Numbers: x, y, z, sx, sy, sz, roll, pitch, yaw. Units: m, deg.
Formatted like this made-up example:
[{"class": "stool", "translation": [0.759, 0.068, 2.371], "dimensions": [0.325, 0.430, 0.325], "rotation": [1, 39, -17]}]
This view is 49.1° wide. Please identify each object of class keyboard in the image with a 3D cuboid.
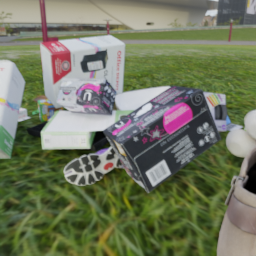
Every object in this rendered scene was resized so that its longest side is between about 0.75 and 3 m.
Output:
[{"class": "keyboard", "translation": [-2.094, 0.300, 9.407], "dimensions": [2.861, 0.367, 1.718], "rotation": [10, 22, 27]}]

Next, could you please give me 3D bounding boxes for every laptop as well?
[{"class": "laptop", "translation": [3.850, -0.224, 10.619], "dimensions": [0.723, 0.447, 0.772], "rotation": [-20, 29, -40]}]

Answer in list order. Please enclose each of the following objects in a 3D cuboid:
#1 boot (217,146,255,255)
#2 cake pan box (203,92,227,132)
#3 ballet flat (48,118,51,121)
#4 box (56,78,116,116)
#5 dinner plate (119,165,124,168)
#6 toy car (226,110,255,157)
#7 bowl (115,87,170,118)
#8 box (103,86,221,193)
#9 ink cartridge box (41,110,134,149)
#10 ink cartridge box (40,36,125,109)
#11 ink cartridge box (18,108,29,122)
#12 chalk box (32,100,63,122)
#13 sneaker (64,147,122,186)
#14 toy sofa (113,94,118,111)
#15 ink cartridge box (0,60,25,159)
[{"class": "boot", "translation": [2.025, 1.277, 4.324], "dimensions": [1.050, 2.186, 2.989], "rotation": [8, 22, 23]}, {"class": "cake pan box", "translation": [2.740, -0.526, 9.567], "dimensions": [1.424, 1.311, 0.372], "rotation": [4, -5, -26]}, {"class": "ballet flat", "translation": [-2.860, -0.245, 10.851], "dimensions": [0.897, 0.316, 0.302], "rotation": [-7, 22, -17]}, {"class": "box", "translation": [-1.289, -0.965, 8.793], "dimensions": [1.527, 0.876, 1.009], "rotation": [4, -15, 19]}, {"class": "dinner plate", "translation": [-0.074, 0.982, 7.989], "dimensions": [0.802, 0.097, 0.802], "rotation": [1, 20, 0]}, {"class": "toy car", "translation": [3.924, 0.146, 7.765], "dimensions": [1.542, 2.057, 1.800], "rotation": [45, 55, 13]}, {"class": "bowl", "translation": [0.904, -0.646, 10.617], "dimensions": [2.636, 0.985, 2.640], "rotation": [-9, 28, -9]}, {"class": "box", "translation": [0.828, 0.187, 6.935], "dimensions": [2.303, 1.522, 1.321], "rotation": [-33, 24, -12]}, {"class": "ink cartridge box", "translation": [-1.108, -0.005, 8.800], "dimensions": [2.726, 0.654, 1.984], "rotation": [0, 20, -1]}, {"class": "ink cartridge box", "translation": [-1.641, -2.185, 10.597], "dimensions": [2.900, 2.113, 1.201], "rotation": [-17, 39, -29]}, {"class": "ink cartridge box", "translation": [-4.658, -0.578, 11.633], "dimensions": [1.077, 0.364, 0.627], "rotation": [12, 23, 28]}, {"class": "chalk box", "translation": [-3.311, -0.737, 11.511], "dimensions": [1.217, 0.754, 0.760], "rotation": [-8, 22, -21]}, {"class": "sneaker", "translation": [-0.864, 0.996, 7.446], "dimensions": [1.828, 0.737, 0.763], "rotation": [-18, 1, -34]}, {"class": "toy sofa", "translation": [-1.057, -0.733, 11.225], "dimensions": [1.128, 0.958, 2.312], "rotation": [13, 25, 28]}, {"class": "ink cartridge box", "translation": [-4.425, -0.549, 8.328], "dimensions": [2.021, 2.781, 1.217], "rotation": [0, -23, 0]}]
